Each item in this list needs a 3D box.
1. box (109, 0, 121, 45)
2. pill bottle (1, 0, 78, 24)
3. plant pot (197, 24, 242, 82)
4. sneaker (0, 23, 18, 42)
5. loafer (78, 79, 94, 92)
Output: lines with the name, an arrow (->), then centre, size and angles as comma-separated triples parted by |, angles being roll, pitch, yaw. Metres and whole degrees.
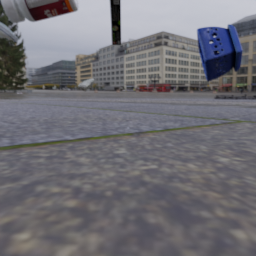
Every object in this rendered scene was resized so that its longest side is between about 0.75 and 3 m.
box -> -0.375, -3.527, 8.526 | 0.311, 0.986, 1.793 | -1, -30, -1
pill bottle -> -2.447, -3.593, 7.850 | 1.910, 1.046, 1.046 | -13, 7, 3
plant pot -> 3.459, -2.878, 10.588 | 1.381, 1.536, 1.536 | -12, -24, 14
sneaker -> -3.229, -2.413, 7.016 | 0.388, 0.376, 1.063 | 48, 7, 23
loafer -> -1.660, -1.763, 11.201 | 0.389, 0.390, 1.116 | 23, 24, 3
